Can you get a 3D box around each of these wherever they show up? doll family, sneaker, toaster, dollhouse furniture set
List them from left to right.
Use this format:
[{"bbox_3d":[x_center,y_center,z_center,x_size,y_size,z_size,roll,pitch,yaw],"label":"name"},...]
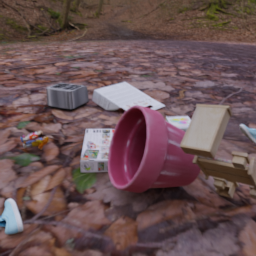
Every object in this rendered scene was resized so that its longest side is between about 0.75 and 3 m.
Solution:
[{"bbox_3d":[-2.790,2.032,6.483,0.453,0.408,1.105,-9,24,-32],"label":"sneaker"},{"bbox_3d":[-3.332,0.483,10.150,0.861,0.625,1.387,-14,8,-15],"label":"doll family"},{"bbox_3d":[-3.149,-1.586,14.255,1.630,1.070,1.803,10,25,25],"label":"toaster"},{"bbox_3d":[2.438,0.697,6.510,1.332,2.569,1.137,8,61,41],"label":"dollhouse furniture set"},{"bbox_3d":[4.329,0.132,9.912,0.402,0.981,0.362,-48,22,0],"label":"sneaker"}]

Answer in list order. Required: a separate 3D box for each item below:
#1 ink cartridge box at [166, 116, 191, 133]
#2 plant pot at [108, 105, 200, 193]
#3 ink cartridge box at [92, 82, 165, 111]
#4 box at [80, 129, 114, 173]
[{"bbox_3d":[2.061,-0.084,11.357,0.943,0.539,1.817,-1,23,-3],"label":"ink cartridge box"},{"bbox_3d":[0.787,0.701,7.508,1.982,2.214,2.214,16,16,-24],"label":"plant pot"},{"bbox_3d":[0.000,-1.291,14.433,2.967,0.847,2.411,38,39,27],"label":"ink cartridge box"},{"bbox_3d":[-0.872,0.698,9.630,1.358,0.428,2.467,0,23,-4],"label":"box"}]
